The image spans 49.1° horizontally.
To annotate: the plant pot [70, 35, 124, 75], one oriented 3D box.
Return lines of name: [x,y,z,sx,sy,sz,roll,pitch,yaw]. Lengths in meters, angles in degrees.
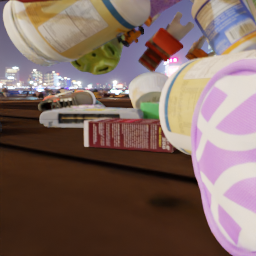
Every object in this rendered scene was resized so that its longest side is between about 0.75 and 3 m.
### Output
plant pot: [-1.111,-3.307,9.745,2.642,2.429,2.642,1,-33,1]

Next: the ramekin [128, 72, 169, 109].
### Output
ramekin: [0.885,-1.157,10.310,1.736,0.808,1.736,-1,-38,-1]

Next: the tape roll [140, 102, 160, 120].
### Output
tape roll: [1.634,-0.503,8.778,2.496,0.600,2.496,0,7,0]

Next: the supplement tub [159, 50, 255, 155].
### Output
supplement tub: [1.356,-0.192,3.178,1.329,1.329,1.837,-4,8,-27]

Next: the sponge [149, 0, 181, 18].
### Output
sponge: [0.569,-3.835,6.896,1.080,1.936,0.289,-19,34,30]

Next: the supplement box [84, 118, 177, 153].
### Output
supplement box: [0.101,0.086,4.585,1.451,0.442,0.790,2,7,21]

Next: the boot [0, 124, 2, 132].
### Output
boot: [-3.342,-0.064,6.030,0.868,0.450,1.329,-13,12,-37]

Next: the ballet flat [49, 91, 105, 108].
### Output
ballet flat: [-2.494,-1.303,13.662,2.908,1.079,1.079,-3,8,-23]

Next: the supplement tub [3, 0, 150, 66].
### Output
supplement tub: [-1.181,-2.819,6.454,2.905,2.101,2.101,-19,-3,27]

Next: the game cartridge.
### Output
game cartridge: [-0.883,-0.305,7.788,2.577,0.521,1.718,1,3,6]

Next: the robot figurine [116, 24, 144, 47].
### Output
robot figurine: [-0.107,-2.887,7.922,0.862,1.189,0.346,-40,9,1]

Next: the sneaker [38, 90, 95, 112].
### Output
sneaker: [-2.642,-0.960,11.885,2.525,0.973,1.034,-9,14,15]

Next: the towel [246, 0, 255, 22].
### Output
towel: [2.165,-2.221,4.564,0.304,1.984,2.601,-21,-9,24]

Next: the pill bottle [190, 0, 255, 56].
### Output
pill bottle: [2.213,-2.572,6.456,1.189,2.123,1.189,-25,-11,-5]

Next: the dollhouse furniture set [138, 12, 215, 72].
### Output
dollhouse furniture set: [1.173,-2.702,9.236,2.736,1.410,2.707,38,2,-5]

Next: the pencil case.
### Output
pencil case: [1.669,0.093,1.640,2.622,1.100,1.121,-3,-26,-13]

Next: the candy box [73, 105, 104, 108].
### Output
candy box: [-1.549,-0.693,11.148,0.899,0.383,1.071,2,7,17]

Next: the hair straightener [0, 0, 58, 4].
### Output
hair straightener: [-2.098,-2.760,5.274,2.577,0.992,0.527,3,-21,29]
